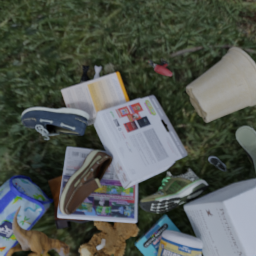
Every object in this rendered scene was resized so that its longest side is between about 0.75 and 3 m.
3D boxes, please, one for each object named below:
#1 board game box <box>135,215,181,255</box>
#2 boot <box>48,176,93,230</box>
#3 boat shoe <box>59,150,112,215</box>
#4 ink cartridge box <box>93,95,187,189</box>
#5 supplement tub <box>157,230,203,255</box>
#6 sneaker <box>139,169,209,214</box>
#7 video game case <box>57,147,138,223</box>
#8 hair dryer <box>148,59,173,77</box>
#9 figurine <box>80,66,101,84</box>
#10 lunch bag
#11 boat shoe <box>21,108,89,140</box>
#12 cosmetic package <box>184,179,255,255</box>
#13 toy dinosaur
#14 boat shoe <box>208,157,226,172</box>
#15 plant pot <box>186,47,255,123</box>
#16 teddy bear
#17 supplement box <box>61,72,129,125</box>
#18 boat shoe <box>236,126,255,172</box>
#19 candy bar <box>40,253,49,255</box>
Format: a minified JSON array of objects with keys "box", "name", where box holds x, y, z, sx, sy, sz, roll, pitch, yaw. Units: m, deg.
[{"box":[1.408,4.230,9.599,1.460,0.454,1.934,-40,80,-9],"name":"board game box"},{"box":[-1.883,2.522,10.020,1.705,0.620,1.811,-14,72,3],"name":"boot"},{"box":[-1.224,1.650,8.596,0.848,0.846,2.291,10,56,29],"name":"boat shoe"},{"box":[0.392,0.413,9.663,2.262,1.080,2.577,-20,72,-22],"name":"ink cartridge box"},{"box":[1.516,4.238,8.665,1.306,1.306,1.806,14,77,3],"name":"supplement tub"},{"box":[1.464,2.135,9.795,2.588,0.995,1.147,-12,48,-22],"name":"sneaker"},{"box":[-0.921,1.890,9.394,2.553,0.293,2.326,8,64,-13],"name":"video game case"},{"box":[1.368,-2.373,10.866,0.855,0.305,1.123,-14,53,-21],"name":"hair dryer"},{"box":[-1.459,-2.116,11.132,0.831,0.358,0.811,2,73,0],"name":"figurine"},{"box":[-3.841,2.775,8.777,1.726,2.709,2.303,39,79,9],"name":"lunch bag"},{"box":[-2.663,-0.111,9.814,2.832,1.060,0.876,2,67,21],"name":"boat shoe"},{"box":[3.572,2.966,8.505,2.308,2.775,2.322,-17,76,-17],"name":"cosmetic package"},{"box":[-2.900,3.340,8.193,0.898,2.973,1.579,20,65,38],"name":"toy dinosaur"},{"box":[3.298,1.318,10.230,0.796,0.282,0.287,31,105,-11],"name":"boat shoe"},{"box":[3.367,-1.360,10.138,2.114,2.309,2.309,-29,79,4],"name":"plant pot"},{"box":[-0.663,3.814,9.574,1.534,0.706,2.115,31,83,1],"name":"teddy bear"},{"box":[-1.190,-1.012,10.592,2.280,0.838,1.437,-18,78,-5],"name":"supplement box"},{"box":[4.808,1.051,10.016,0.897,0.757,2.516,-34,71,24],"name":"boat shoe"},{"box":[-2.554,4.796,9.607,1.791,0.199,0.447,40,82,8],"name":"candy bar"}]
